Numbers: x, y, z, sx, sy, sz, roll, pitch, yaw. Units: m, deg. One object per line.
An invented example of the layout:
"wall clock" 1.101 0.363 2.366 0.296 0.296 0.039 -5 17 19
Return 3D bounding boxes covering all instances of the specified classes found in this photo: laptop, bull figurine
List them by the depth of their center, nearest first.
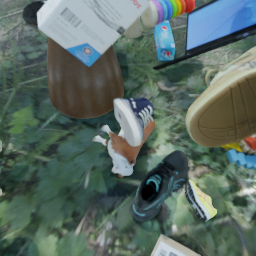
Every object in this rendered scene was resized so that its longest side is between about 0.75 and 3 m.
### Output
"laptop" 1.915 -2.502 6.745 2.164 1.261 2.442 -11 13 46
"bull figurine" -0.085 0.287 7.559 1.314 0.705 2.164 39 54 -2

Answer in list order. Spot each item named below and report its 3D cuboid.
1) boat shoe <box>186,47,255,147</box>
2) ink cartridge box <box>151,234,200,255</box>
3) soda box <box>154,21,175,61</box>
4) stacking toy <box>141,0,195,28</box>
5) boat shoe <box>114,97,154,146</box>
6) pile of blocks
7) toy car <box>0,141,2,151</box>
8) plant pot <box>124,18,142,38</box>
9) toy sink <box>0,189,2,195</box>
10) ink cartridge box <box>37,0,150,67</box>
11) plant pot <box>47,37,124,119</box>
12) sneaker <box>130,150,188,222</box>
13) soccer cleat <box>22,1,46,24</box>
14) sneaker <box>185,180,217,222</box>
"boat shoe" 1.598 -0.554 3.609 2.285 0.838 0.716 -30 32 -13
"ink cartridge box" 0.848 3.008 5.753 1.002 0.457 1.217 23 55 18
"soda box" 1.326 -3.264 10.395 0.544 0.575 1.695 -2 53 -2
"stacking toy" 1.342 -3.722 8.804 1.844 0.787 0.787 -21 56 -22
"boat shoe" 0.222 -0.214 5.475 0.747 0.601 1.611 -10 31 -10
"pile of blocks" 2.788 0.578 5.850 2.184 0.679 0.897 20 76 11
"toy car" -4.199 0.577 7.094 1.443 1.237 1.649 5 53 4
"plant pot" 0.182 -4.030 10.857 0.722 0.771 0.722 0 52 0
"toy sink" -3.181 0.932 4.889 1.003 1.539 0.862 -22 18 5
"ink cartridge box" -0.667 -2.294 5.398 1.780 1.287 0.750 -40 43 18
"plant pot" -1.341 -2.038 8.202 2.444 2.615 2.444 0 53 0
"sneaker" 0.861 1.286 6.813 0.818 0.860 2.170 28 56 21
"soccer cleat" -2.955 -4.692 11.406 2.714 0.993 0.926 -7 91 14
"sneaker" 1.761 1.723 6.805 0.477 0.413 1.057 -11 56 -22
